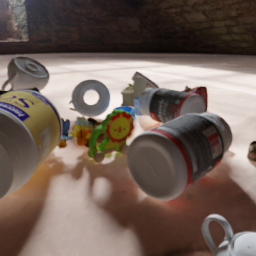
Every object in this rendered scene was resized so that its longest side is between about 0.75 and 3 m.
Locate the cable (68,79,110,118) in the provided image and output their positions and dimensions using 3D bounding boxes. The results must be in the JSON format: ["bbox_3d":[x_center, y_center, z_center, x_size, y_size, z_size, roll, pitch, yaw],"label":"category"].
[{"bbox_3d":[-1.590,-1.284,11.951,1.680,1.681,0.582,23,-8,3],"label":"cable"}]

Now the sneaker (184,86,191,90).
[{"bbox_3d":[3.367,-1.995,15.659,0.497,0.523,1.300,0,21,-5],"label":"sneaker"}]

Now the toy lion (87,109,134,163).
[{"bbox_3d":[-0.463,0.175,8.136,1.458,1.397,0.500,-14,25,-33],"label":"toy lion"}]

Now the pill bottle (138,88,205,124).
[{"bbox_3d":[1.614,-0.796,10.905,1.409,1.409,2.433,-16,24,-38],"label":"pill bottle"}]

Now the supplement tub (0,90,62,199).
[{"bbox_3d":[-2.950,0.310,6.750,2.072,2.072,2.850,1,18,4],"label":"supplement tub"}]

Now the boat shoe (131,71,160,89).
[{"bbox_3d":[1.062,-2.480,16.161,2.023,0.661,0.744,34,26,-15],"label":"boat shoe"}]

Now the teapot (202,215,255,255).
[{"bbox_3d":[1.745,1.909,3.818,1.380,1.008,1.362,3,19,10],"label":"teapot"}]

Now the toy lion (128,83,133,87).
[{"bbox_3d":[0.443,-2.623,17.904,0.813,0.279,0.780,-2,27,-5],"label":"toy lion"}]

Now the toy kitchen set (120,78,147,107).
[{"bbox_3d":[0.598,-1.914,14.041,1.748,1.426,1.577,4,20,11],"label":"toy kitchen set"}]

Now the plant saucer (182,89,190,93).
[{"bbox_3d":[2.575,-1.559,13.860,2.300,0.371,2.300,-14,8,2],"label":"plant saucer"}]

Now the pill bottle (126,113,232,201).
[{"bbox_3d":[1.392,0.525,6.857,1.578,1.578,2.723,17,26,40],"label":"pill bottle"}]

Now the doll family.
[{"bbox_3d":[-1.815,0.177,8.704,1.721,0.776,1.068,-3,55,-5],"label":"doll family"}]

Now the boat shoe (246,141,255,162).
[{"bbox_3d":[3.707,0.676,8.255,0.406,0.385,1.072,6,20,16],"label":"boat shoe"}]

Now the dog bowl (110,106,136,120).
[{"bbox_3d":[-0.255,-0.449,11.342,1.053,0.468,1.889,3,19,8],"label":"dog bowl"}]

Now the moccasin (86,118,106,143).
[{"bbox_3d":[-1.023,0.042,9.584,0.588,0.620,1.607,-18,29,-18],"label":"moccasin"}]

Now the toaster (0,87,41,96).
[{"bbox_3d":[-4.542,-0.929,11.609,2.002,1.188,1.810,-9,21,-25],"label":"toaster"}]

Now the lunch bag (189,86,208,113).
[{"bbox_3d":[3.021,-1.174,12.227,1.093,1.241,0.509,-22,22,-40],"label":"lunch bag"}]

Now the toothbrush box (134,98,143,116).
[{"bbox_3d":[0.763,-1.004,12.495,1.013,0.742,0.432,-15,24,-35],"label":"toothbrush box"}]

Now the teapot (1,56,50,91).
[{"bbox_3d":[-5.869,-2.758,16.037,2.520,1.840,2.487,16,32,-36],"label":"teapot"}]
